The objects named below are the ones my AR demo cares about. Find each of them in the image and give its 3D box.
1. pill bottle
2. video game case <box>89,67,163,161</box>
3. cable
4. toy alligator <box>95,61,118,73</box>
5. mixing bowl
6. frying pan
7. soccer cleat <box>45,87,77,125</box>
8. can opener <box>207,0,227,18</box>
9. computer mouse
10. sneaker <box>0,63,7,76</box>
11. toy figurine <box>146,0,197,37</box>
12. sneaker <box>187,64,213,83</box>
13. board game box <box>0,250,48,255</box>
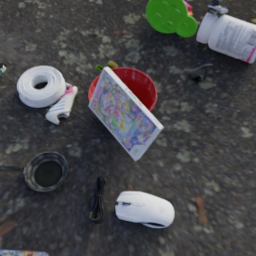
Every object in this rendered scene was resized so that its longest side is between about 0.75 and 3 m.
[{"bbox_3d":[4.321,-3.840,11.817,2.561,1.452,1.452,26,63,14],"label":"pill bottle"},{"bbox_3d":[-0.180,-0.360,8.170,0.213,1.697,2.370,-29,70,-39],"label":"video game case"},{"bbox_3d":[-3.393,-1.612,10.964,1.808,0.626,1.808,34,65,19],"label":"cable"},{"bbox_3d":[-0.120,-1.809,11.139,2.603,0.625,0.863,30,89,6],"label":"toy alligator"},{"bbox_3d":[-0.181,-0.874,10.150,2.355,1.275,2.355,0,58,0],"label":"mixing bowl"},{"bbox_3d":[-3.121,1.591,9.209,2.322,0.378,1.405,-17,60,-8],"label":"frying pan"},{"bbox_3d":[-2.371,-0.824,10.601,0.724,0.586,1.677,37,68,4],"label":"soccer cleat"},{"bbox_3d":[3.946,-5.351,12.154,0.798,1.000,2.992,18,25,10],"label":"can opener"},{"bbox_3d":[0.132,2.370,8.616,2.626,0.576,1.440,8,58,5],"label":"computer mouse"},{"bbox_3d":[-6.118,-2.846,11.611,2.583,0.922,1.032,37,61,14],"label":"sneaker"},{"bbox_3d":[2.272,-5.638,13.000,2.464,1.850,2.268,29,51,-8],"label":"toy figurine"},{"bbox_3d":[3.048,-2.201,11.454,1.115,0.426,0.638,-20,63,-8],"label":"sneaker"},{"bbox_3d":[-3.083,4.157,7.617,1.476,0.455,1.476,2,58,1],"label":"board game box"}]
